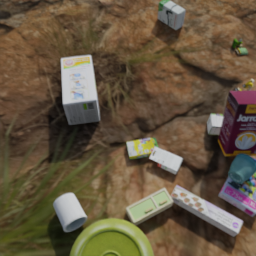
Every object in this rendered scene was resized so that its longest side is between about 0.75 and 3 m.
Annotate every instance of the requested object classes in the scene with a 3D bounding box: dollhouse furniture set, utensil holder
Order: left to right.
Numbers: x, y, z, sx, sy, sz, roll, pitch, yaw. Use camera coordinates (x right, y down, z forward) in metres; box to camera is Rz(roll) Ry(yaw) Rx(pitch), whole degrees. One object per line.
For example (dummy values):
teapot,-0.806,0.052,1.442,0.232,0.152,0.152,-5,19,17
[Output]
utensil holder,-1.859,2.679,8.926,0.797,0.797,0.938,-26,58,-16
dollhouse furniture set,5.415,-3.899,13.439,0.517,0.396,0.789,-11,58,-7

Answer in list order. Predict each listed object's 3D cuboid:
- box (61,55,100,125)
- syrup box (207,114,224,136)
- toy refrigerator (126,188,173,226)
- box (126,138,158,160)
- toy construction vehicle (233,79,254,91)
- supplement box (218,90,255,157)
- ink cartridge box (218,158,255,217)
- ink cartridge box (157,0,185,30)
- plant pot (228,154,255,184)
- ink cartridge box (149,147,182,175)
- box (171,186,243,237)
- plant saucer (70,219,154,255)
box,-1.938,-1.554,11.309,1.254,1.392,2.475,-8,57,-5
syrup box,3.907,-0.083,10.825,1.528,0.602,0.622,3,57,2
toy refrigerator,0.692,2.577,9.147,1.465,0.512,0.556,-23,60,-15
box,0.544,0.763,10.482,1.137,0.275,0.667,-10,57,-4
toy construction vehicle,4.553,-1.454,11.254,0.995,1.143,0.403,-20,75,-54
supplement box,4.001,-0.128,9.683,1.212,2.197,0.941,-1,35,-1
ink cartridge box,4.167,1.829,9.708,1.251,0.440,2.096,30,60,18
ink cartridge box,2.197,-5.800,14.328,0.561,0.990,1.351,-38,64,-21
plant pot,3.752,1.401,9.261,0.813,0.813,0.764,38,65,22
ink cartridge box,1.354,1.179,10.183,1.096,0.276,0.597,23,57,14
box,2.479,2.680,9.112,2.319,0.480,0.449,27,61,17
plant saucer,-0.501,3.929,8.070,2.545,0.395,2.545,-1,67,3
